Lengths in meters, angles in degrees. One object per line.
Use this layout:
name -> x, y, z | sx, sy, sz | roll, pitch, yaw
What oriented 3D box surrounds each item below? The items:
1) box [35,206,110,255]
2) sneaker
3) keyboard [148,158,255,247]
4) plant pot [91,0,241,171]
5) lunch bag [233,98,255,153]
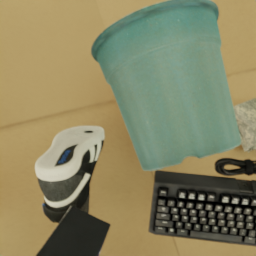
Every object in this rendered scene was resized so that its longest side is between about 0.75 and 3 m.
box -> -0.943, 2.110, 3.619 | 0.682, 1.221, 1.731 | 23, 110, 1
sneaker -> -1.007, 0.858, 5.235 | 0.879, 2.405, 1.345 | 2, 107, 9
keyboard -> 1.469, 0.998, 3.636 | 2.314, 0.297, 1.389 | 5, 110, 3
plant pot -> 0.889, -0.638, 5.618 | 2.655, 2.655, 2.600 | -16, 84, -7
lunch bag -> 3.677, -0.100, 8.181 | 1.234, 1.025, 1.471 | -14, 66, -8
